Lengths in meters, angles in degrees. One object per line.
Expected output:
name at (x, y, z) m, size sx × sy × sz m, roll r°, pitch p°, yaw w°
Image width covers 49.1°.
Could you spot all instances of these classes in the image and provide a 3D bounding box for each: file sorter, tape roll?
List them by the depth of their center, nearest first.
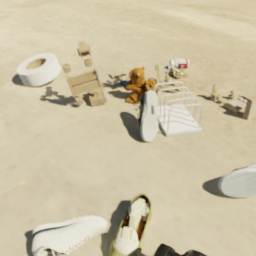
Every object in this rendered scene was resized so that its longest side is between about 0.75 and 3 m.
file sorter at (1.985, -0.846, 11.588) m, size 1.479 × 1.327 × 2.132 m, roll -7°, pitch 35°, yaw -10°
tape roll at (-4.781, -3.127, 15.005) m, size 2.185 × 0.764 × 2.185 m, roll -10°, pitch 42°, yaw 9°

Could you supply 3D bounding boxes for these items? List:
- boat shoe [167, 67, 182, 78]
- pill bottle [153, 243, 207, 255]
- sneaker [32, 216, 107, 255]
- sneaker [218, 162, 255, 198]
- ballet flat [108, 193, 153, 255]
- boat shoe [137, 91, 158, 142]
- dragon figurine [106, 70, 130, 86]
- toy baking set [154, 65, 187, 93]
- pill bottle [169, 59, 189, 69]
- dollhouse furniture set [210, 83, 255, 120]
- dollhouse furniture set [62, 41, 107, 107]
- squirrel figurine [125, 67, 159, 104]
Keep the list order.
boat shoe at (2.544, -3.102, 15.711) m, size 0.377 × 0.418 × 1.184 m, roll -24°, pitch 38°, yaw -23°
pill bottle at (1.585, 3.274, 5.454) m, size 2.436 × 1.363 × 1.363 m, roll 17°, pitch 38°, yaw 25°
sneaker at (-1.417, 2.742, 6.959) m, size 1.884 × 0.720 × 0.758 m, roll -13°, pitch 44°, yaw -7°
sneaker at (3.848, 1.538, 8.675) m, size 2.412 × 0.881 × 0.854 m, roll -10°, pitch 7°, yaw -9°
ballet flat at (0.083, 2.564, 7.044) m, size 0.822 × 0.822 × 2.324 m, roll 12°, pitch 36°, yaw 16°
boat shoe at (0.736, -0.423, 11.064) m, size 0.741 × 0.667 × 2.096 m, roll 20°, pitch 67°, yaw -32°
dragon figurine at (-0.056, -2.503, 14.438) m, size 2.083 × 0.613 × 1.036 m, roll 4°, pitch -4°, yaw -22°
toy baking set at (2.111, -2.539, 14.379) m, size 1.983 × 0.231 × 1.522 m, roll 20°, pitch 70°, yaw 16°
pill bottle at (3.031, -3.806, 16.612) m, size 1.064 × 0.583 × 0.583 m, roll -5°, pitch 34°, yaw -7°
dollhouse furniture set at (4.954, -1.389, 12.706) m, size 1.129 × 0.964 × 2.179 m, roll -20°, pitch 38°, yaw -27°
dollhouse furniture set at (-2.021, -2.327, 12.531) m, size 1.399 × 2.699 × 1.195 m, roll -18°, pitch 39°, yaw -4°
squirrel figurine at (0.705, -1.993, 13.029) m, size 1.702 × 1.589 × 1.205 m, roll 15°, pitch 37°, yaw 21°
